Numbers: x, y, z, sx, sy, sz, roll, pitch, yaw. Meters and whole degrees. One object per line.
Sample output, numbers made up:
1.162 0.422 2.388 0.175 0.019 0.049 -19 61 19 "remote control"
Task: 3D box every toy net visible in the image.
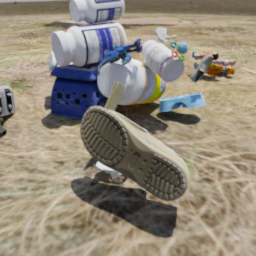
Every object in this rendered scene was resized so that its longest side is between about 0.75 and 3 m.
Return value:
1.281 -2.540 8.519 1.243 0.652 0.240 28 -8 -16 "toy net"
0.330 1.025 7.188 2.265 0.437 1.188 -9 31 -13 "toy net"

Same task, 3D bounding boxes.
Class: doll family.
4.644 -3.194 14.782 2.772 1.249 1.721 0 14 -41 "doll family"

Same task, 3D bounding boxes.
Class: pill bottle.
1.091 -2.279 9.410 0.898 0.898 1.584 -14 44 -25 "pill bottle"
-1.331 -2.849 9.612 2.322 1.344 1.344 -17 32 -27 "pill bottle"
-1.071 -4.096 9.570 1.722 0.956 0.956 -20 33 -28 "pill bottle"
0.176 -1.670 10.238 1.627 1.627 2.978 15 13 26 "pill bottle"

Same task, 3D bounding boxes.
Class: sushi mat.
-0.588 -0.267 7.635 0.122 2.011 0.962 24 4 9 "sushi mat"

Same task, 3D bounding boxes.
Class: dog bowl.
1.907 -0.917 10.147 1.690 0.419 0.942 -7 9 23 "dog bowl"

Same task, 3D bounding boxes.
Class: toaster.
-5.114 -0.925 9.814 1.815 1.077 1.641 3 11 4 "toaster"

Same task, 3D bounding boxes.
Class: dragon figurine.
-0.227 -2.214 8.513 0.852 0.504 1.714 13 47 37 "dragon figurine"

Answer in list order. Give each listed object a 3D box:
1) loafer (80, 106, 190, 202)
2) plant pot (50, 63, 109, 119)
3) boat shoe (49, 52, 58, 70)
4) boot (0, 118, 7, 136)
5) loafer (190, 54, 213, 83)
0.107 0.520 6.103 2.885 1.092 0.985 37 12 25 "loafer"
-1.680 -1.558 10.591 2.032 1.826 2.031 10 29 18 "plant pot"
-2.829 -2.635 11.087 0.505 0.560 1.585 15 25 -21 "boat shoe"
-4.223 0.006 9.301 0.642 0.359 0.928 16 29 2 "boot"
2.500 -1.971 9.409 0.365 1.043 0.364 19 28 -27 "loafer"
